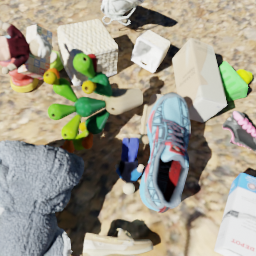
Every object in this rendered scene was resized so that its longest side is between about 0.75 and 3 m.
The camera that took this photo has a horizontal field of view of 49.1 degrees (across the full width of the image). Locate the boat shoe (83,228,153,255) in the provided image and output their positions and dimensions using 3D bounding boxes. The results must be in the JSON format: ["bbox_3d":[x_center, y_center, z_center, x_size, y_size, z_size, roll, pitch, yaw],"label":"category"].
[{"bbox_3d":[-0.183,2.472,6.093,1.584,0.584,0.548,6,69,-23],"label":"boat shoe"}]

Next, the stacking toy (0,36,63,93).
[{"bbox_3d":[-3.190,-2.363,8.886,1.909,0.891,2.109,-32,64,-18],"label":"stacking toy"}]

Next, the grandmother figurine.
[{"bbox_3d":[-2.769,-1.847,6.451,2.004,0.607,1.215,-8,99,-24],"label":"grandmother figurine"}]

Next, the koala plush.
[{"bbox_3d":[-2.036,1.640,5.791,2.194,2.273,2.474,17,74,-27],"label":"koala plush"}]

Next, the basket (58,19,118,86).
[{"bbox_3d":[-1.248,-2.359,8.626,1.494,1.212,1.507,-21,63,-21],"label":"basket"}]

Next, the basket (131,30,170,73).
[{"bbox_3d":[0.714,-2.436,8.845,0.910,0.919,0.739,32,54,6],"label":"basket"}]

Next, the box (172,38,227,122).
[{"bbox_3d":[2.017,-1.387,8.160,0.856,1.046,2.202,13,56,-23],"label":"box"}]

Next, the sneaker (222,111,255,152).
[{"bbox_3d":[3.168,0.293,7.579,0.727,0.602,1.524,-41,82,24],"label":"sneaker"}]

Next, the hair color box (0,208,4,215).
[{"bbox_3d":[-3.320,2.395,6.324,1.058,0.648,2.137,3,61,3],"label":"hair color box"}]

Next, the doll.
[{"bbox_3d":[0.046,0.913,7.037,0.364,1.024,1.501,8,85,-40],"label":"doll"}]

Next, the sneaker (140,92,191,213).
[{"bbox_3d":[1.073,0.524,6.530,1.147,1.382,2.893,8,82,-10],"label":"sneaker"}]

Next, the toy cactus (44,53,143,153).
[{"bbox_3d":[-0.835,-0.594,7.008,2.409,2.920,1.493,-13,39,-25],"label":"toy cactus"}]

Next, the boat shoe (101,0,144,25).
[{"bbox_3d":[-0.378,-3.979,9.241,1.064,1.228,2.880,17,14,-27],"label":"boat shoe"}]

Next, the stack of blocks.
[{"bbox_3d":[-2.666,-2.197,8.080,0.411,0.809,1.405,-1,83,31],"label":"stack of blocks"}]

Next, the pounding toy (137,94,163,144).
[{"bbox_3d":[0.908,-0.241,7.601,1.032,1.036,1.805,19,59,7],"label":"pounding toy"}]

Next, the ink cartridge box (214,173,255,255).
[{"bbox_3d":[2.900,2.167,6.379,1.322,0.770,1.829,21,63,12],"label":"ink cartridge box"}]

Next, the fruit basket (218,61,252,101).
[{"bbox_3d":[3.311,-1.491,8.526,1.210,0.873,1.210,-6,67,15],"label":"fruit basket"}]
